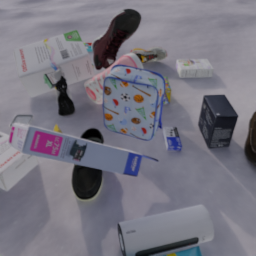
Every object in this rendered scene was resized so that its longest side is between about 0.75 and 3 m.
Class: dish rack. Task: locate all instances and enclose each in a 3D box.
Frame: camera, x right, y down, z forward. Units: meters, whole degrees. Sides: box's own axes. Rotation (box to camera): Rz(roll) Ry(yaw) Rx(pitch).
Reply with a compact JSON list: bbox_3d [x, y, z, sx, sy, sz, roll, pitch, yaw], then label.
[{"bbox_3d":[-3.619,-0.187,9.562,0.681,0.173,0.794,0,38,2],"label":"dish rack"}]

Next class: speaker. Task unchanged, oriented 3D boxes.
[{"bbox_3d":[0.792,2.202,5.965,1.942,0.788,0.788,-8,38,-12],"label":"speaker"}]

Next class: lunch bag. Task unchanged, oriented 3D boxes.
[{"bbox_3d":[0.171,-0.589,7.416,1.643,2.050,0.775,13,46,11],"label":"lunch bag"}]

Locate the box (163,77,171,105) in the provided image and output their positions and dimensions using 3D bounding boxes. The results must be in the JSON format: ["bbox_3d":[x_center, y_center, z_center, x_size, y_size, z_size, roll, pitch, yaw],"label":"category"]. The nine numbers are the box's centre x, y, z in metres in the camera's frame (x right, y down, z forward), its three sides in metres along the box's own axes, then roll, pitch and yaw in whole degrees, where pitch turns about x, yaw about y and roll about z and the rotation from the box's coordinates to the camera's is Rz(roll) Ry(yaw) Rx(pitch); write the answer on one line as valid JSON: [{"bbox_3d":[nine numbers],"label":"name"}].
[{"bbox_3d":[1.065,-1.447,10.803,1.015,0.643,1.054,-1,38,-1],"label":"box"}]

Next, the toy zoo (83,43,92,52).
[{"bbox_3d":[-1.948,-4.318,14.934,1.403,0.144,0.920,-3,37,-3],"label":"toy zoo"}]

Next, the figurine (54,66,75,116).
[{"bbox_3d":[-2.362,-1.381,10.117,0.610,1.382,1.416,-10,38,-13],"label":"figurine"}]

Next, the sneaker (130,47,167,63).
[{"bbox_3d":[0.947,-3.365,13.351,1.830,0.712,0.752,-2,41,13],"label":"sneaker"}]

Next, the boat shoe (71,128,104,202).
[{"bbox_3d":[-1.100,0.931,7.691,0.852,0.730,2.329,1,39,-1],"label":"boat shoe"}]

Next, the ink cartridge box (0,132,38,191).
[{"bbox_3d":[-3.587,0.839,7.777,1.709,0.717,1.237,18,41,22],"label":"ink cartridge box"}]

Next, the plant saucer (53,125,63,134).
[{"bbox_3d":[-1.785,0.336,7.617,0.192,0.793,0.793,-33,21,-9],"label":"plant saucer"}]

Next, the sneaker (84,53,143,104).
[{"bbox_3d":[-0.609,-1.554,9.777,1.479,1.065,2.829,-36,9,-26],"label":"sneaker"}]

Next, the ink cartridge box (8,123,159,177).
[{"bbox_3d":[-0.968,0.516,6.155,2.909,0.610,1.736,14,-4,-30],"label":"ink cartridge box"}]

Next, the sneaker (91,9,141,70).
[{"bbox_3d":[-0.480,-3.209,11.174,1.123,2.969,1.715,14,64,-31],"label":"sneaker"}]

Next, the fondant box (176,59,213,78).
[{"bbox_3d":[2.962,-2.691,12.605,1.435,0.418,1.035,0,38,-2],"label":"fondant box"}]

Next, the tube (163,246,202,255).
[{"bbox_3d":[0.400,2.881,5.336,2.344,0.591,0.908,-4,56,-10],"label":"tube"}]

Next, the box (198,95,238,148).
[{"bbox_3d":[2.752,-0.214,8.733,0.720,1.227,1.206,-2,38,-3],"label":"box"}]

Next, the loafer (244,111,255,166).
[{"bbox_3d":[4.119,0.133,8.479,1.000,0.978,2.741,9,39,12],"label":"loafer"}]

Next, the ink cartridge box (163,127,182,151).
[{"bbox_3d":[1.385,0.332,8.826,0.441,0.207,0.938,1,39,-5],"label":"ink cartridge box"}]

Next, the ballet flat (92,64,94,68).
[{"bbox_3d":[-2.516,-2.536,12.378,2.060,0.695,0.642,5,66,12],"label":"ballet flat"}]

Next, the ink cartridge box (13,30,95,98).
[{"bbox_3d":[-2.989,-2.623,11.293,2.731,1.147,1.978,-20,52,-8],"label":"ink cartridge box"}]
